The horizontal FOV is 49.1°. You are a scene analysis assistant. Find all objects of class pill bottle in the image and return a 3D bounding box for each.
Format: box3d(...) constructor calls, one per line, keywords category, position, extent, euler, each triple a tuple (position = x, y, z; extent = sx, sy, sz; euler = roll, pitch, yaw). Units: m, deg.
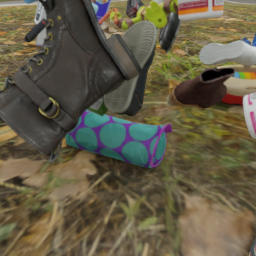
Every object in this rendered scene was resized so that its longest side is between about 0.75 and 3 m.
box3d(category="pill bottle", position=(2.806, -0.327, 4.754), extent=(1.452, 0.823, 0.823), euler=(-13, 20, 32))
box3d(category="pill bottle", position=(0.880, -1.883, 3.445), extent=(0.561, 1.025, 0.561), euler=(-6, 20, 2))

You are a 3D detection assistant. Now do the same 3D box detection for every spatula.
box3d(category="spatula", position=(-1.791, -2.605, 6.522), extent=(1.842, 0.520, 0.189), euler=(-34, 20, 18))

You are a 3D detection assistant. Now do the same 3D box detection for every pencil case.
box3d(category="pencil case", position=(-0.311, 0.167, 6.872), extent=(2.526, 1.075, 1.167), euler=(15, 55, 23))

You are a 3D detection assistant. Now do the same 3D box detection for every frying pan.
box3d(category="frying pan", position=(1.374, -3.478, 7.715), extent=(0.456, 2.800, 1.693), euler=(14, 6, -4))

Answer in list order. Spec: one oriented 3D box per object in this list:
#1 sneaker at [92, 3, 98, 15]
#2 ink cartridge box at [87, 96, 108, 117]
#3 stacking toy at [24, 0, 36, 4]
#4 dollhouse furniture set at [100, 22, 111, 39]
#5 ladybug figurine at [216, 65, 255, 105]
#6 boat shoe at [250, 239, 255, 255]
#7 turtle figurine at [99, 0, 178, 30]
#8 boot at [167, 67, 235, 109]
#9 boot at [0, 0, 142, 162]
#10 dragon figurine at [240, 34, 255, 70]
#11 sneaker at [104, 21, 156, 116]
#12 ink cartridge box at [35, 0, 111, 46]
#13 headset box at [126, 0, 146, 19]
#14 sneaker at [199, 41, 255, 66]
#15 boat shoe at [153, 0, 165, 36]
box3d(category="sneaker", position=(-1.517, -3.523, 9.834), extent=(0.744, 1.817, 0.672), euler=(-10, 62, -34))
box3d(category="ink cartridge box", position=(-1.120, -0.907, 5.692), extent=(1.602, 0.475, 0.832), euler=(37, 7, 29))
box3d(category="stacking toy", position=(-3.061, -4.040, 7.285), extent=(1.115, 1.179, 2.031), euler=(-19, 12, 25))
box3d(category="dollhouse furniture set", position=(-0.465, -2.656, 8.755), extent=(0.654, 0.765, 1.477), euler=(-42, 77, -14))
box3d(category="ladybug figurine", position=(3.996, -1.452, 9.749), extent=(2.856, 1.027, 1.939), euler=(4, 34, 4))
box3d(category="boat shoe", position=(2.618, 1.768, 4.618), extent=(1.605, 0.502, 0.571), euler=(-18, 36, -27))
box3d(category="turtle figurine", position=(0.471, -2.523, 6.304), extent=(2.404, 0.774, 1.939), euler=(-20, 21, -7))
box3d(category="boot", position=(1.807, -0.861, 5.976), extent=(1.719, 0.622, 1.430), euler=(-13, -8, -25))
box3d(category="boot", position=(-1.077, -0.837, 3.465), extent=(1.878, 2.158, 0.747), euler=(-37, 8, 6))
box3d(category="dragon figurine", position=(3.426, -2.083, 7.063), extent=(1.030, 0.610, 2.072), euler=(-54, 19, -22))
box3d(category="sneaker", position=(0.117, -1.121, 5.572), extent=(0.678, 1.814, 0.963), euler=(24, 3, 18))
box3d(category="ink cartridge box", position=(-2.021, -4.160, 10.277), extent=(2.557, 2.581, 0.560), euler=(-3, 38, -40))
box3d(category="headset box", position=(0.301, -3.300, 8.013), extent=(0.340, 0.880, 0.655), euler=(-26, 43, 34))
box3d(category="sneaker", position=(2.331, -1.618, 6.371), extent=(0.802, 0.511, 1.387), euler=(8, 8, -27))
box3d(category="boat shoe", position=(1.101, -4.115, 10.070), extent=(0.646, 2.029, 0.717), euler=(19, 26, -19))
